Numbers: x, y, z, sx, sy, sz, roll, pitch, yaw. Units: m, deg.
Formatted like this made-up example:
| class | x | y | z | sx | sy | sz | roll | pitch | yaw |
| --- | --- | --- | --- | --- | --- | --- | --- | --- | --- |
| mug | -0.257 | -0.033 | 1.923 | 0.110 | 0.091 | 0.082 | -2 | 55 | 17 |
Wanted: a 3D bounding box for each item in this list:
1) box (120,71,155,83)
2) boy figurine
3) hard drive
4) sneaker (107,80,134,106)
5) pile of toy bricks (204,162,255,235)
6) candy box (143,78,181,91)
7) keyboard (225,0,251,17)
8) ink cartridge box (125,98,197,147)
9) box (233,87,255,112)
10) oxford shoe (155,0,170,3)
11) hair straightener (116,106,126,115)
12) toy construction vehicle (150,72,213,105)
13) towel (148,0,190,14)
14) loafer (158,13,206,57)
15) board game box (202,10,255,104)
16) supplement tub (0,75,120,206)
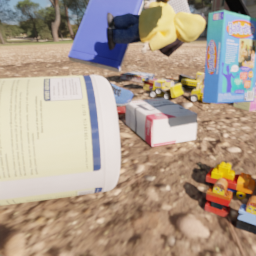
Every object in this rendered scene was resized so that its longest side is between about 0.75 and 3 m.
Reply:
| class | x | y | z | sx | sy | sz | roll | pitch | yaw |
| --- | --- | --- | --- | --- | --- | --- | --- | --- | --- |
| box | 0.529 | -2.916 | 15.969 | 1.652 | 0.329 | 1.131 | 19 | 27 | 41 |
| boy figurine | 0.735 | -2.847 | 7.803 | 2.674 | 1.662 | 0.861 | -4 | -21 | 3 |
| hard drive | -0.732 | -3.374 | 9.553 | 1.816 | 2.753 | 0.349 | 15 | -13 | 10 |
| sneaker | -0.420 | -0.835 | 6.557 | 1.115 | 0.438 | 0.497 | 14 | -14 | 10 |
| pile of toy bricks | 2.503 | 0.871 | 4.468 | 2.558 | 1.263 | 1.419 | 12 | 23 | 29 |
| candy box | 1.691 | -2.096 | 13.589 | 1.674 | 0.473 | 0.976 | -11 | 22 | -31 |
| keyboard | 3.632 | -3.565 | 9.155 | 0.178 | 1.726 | 1.097 | -25 | -3 | -10 |
| ink cartridge box | 0.887 | -0.241 | 8.125 | 1.389 | 0.809 | 1.908 | -8 | 20 | -20 |
| box | 4.409 | -1.131 | 10.447 | 0.409 | 0.846 | 0.744 | -11 | 23 | -26 |
| oxford shoe | 1.016 | -3.659 | 7.603 | 0.464 | 0.492 | 1.316 | 26 | -18 | -8 |
| hair straightener | -0.934 | -0.521 | 9.689 | 1.691 | 0.346 | 0.651 | -19 | 27 | -31 |
| toy construction vehicle | 2.724 | -1.852 | 12.160 | 2.819 | 0.993 | 2.455 | 13 | 24 | 32 |
| towel | 1.444 | -4.366 | 10.290 | 1.422 | 1.177 | 0.609 | -27 | 37 | 5 |
| loafer | 1.915 | -3.202 | 9.844 | 2.155 | 0.679 | 0.775 | -22 | 34 | 49 |
| board game box | 2.145 | -1.384 | 5.741 | 1.310 | 1.722 | 0.388 | -5 | 12 | -35 |
| supplement tub | -1.773 | 0.206 | 4.947 | 2.986 | 2.165 | 2.165 | -5 | 21 | -13 |
